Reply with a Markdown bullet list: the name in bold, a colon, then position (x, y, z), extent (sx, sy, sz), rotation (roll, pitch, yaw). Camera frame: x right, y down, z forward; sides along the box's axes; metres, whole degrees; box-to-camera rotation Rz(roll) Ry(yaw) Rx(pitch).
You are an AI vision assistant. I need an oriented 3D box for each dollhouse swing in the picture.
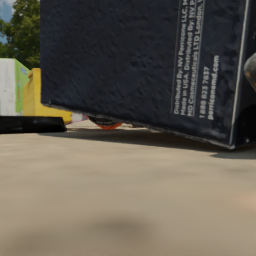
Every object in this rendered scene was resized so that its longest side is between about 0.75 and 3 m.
- **dollhouse swing**: position (-1.912, -0.617, 6.619), extent (1.111, 1.222, 1.074), rotation (-3, -12, -20)

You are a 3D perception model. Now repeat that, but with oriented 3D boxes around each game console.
- **game console**: position (-2.566, -0.095, 5.661), extent (1.634, 0.334, 2.769), rotation (-1, 3, -42)

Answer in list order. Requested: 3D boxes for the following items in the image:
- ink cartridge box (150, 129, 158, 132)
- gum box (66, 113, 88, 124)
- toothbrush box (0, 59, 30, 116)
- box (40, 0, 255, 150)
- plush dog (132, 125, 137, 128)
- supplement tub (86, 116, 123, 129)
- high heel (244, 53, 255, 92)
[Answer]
- **ink cartridge box**: position (0.911, -0.136, 5.243), extent (0.972, 0.405, 0.705), rotation (1, 3, 2)
- **gum box**: position (-1.597, -0.331, 6.937), extent (1.205, 0.398, 0.684), rotation (-10, 11, 0)
- **toothbrush box**: position (-3.402, -0.887, 7.989), extent (1.027, 1.737, 2.385), rotation (0, 3, -7)
- **box**: position (0.780, -1.027, 3.778), extent (2.915, 1.796, 2.891), rotation (-7, 13, -44)
- **plush dog**: position (0.363, -0.498, 7.608), extent (0.832, 1.036, 0.890), rotation (3, 23, 9)
- **supplement tub**: position (-0.509, -0.748, 5.924), extent (1.099, 1.099, 1.793), rotation (0, -28, 6)
- **high heel**: position (2.271, -0.280, 1.491), extent (2.873, 1.026, 2.048), rotation (1, 4, -27)
